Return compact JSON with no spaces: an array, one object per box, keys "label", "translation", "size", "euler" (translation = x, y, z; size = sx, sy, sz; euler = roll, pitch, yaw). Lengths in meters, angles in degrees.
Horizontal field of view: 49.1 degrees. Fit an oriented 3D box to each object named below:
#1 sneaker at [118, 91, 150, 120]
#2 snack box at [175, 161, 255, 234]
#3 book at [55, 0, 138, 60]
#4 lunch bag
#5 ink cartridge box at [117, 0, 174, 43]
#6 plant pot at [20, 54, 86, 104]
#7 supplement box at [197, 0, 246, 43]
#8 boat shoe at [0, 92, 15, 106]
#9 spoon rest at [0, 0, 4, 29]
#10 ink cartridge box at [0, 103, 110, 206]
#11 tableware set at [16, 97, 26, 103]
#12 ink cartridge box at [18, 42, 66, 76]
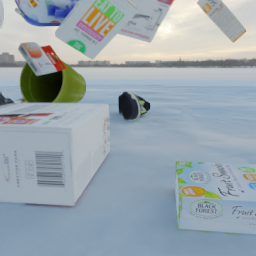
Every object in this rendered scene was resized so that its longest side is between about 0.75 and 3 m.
[{"label":"sneaker","translation":[0.295,-0.839,9.610],"size":[1.040,0.901,2.511],"euler":[-2,12,-9]},{"label":"snack box","translation":[1.326,0.758,3.218],"size":[1.524,0.404,1.084],"euler":[2,12,8]},{"label":"book","translation":[-0.863,-2.847,7.421],"size":[1.272,1.904,0.458],"euler":[24,37,-40]},{"label":"lunch bag","translation":[-1.884,-3.694,8.193],"size":[2.821,1.066,2.261],"euler":[-12,49,-30]},{"label":"ink cartridge box","translation":[0.478,-4.042,9.321],"size":[1.552,0.877,2.119],"euler":[10,-34,-18]},{"label":"plant pot","translation":[-3.035,-1.879,12.206],"size":[2.296,2.296,2.211],"euler":[6,1,25]},{"label":"supplement box","translation":[2.666,-3.168,7.973],"size":[1.372,0.504,0.864],"euler":[27,33,-35]},{"label":"boat shoe","translation":[-4.879,-0.941,9.966],"size":[0.996,0.944,2.850],"euler":[1,12,6]},{"label":"spoon rest","translation":[-2.859,-1.671,4.325],"size":[0.730,1.197,2.409],"euler":[6,42,22]},{"label":"ink cartridge box","translation":[-1.488,0.207,4.428],"size":[2.044,0.976,2.328],"euler":[2,12,7]},{"label":"tableware set","translation":[-4.262,-1.186,12.820],"size":[1.422,0.285,0.940],"euler":[-2,-1,-38]},{"label":"ink cartridge box","translation":[-2.529,-2.160,8.542],"size":[0.316,1.021,1.259],"euler":[-39,-5,41]}]
